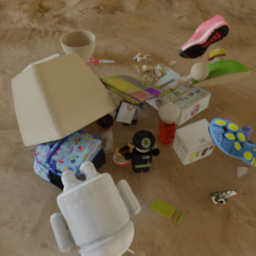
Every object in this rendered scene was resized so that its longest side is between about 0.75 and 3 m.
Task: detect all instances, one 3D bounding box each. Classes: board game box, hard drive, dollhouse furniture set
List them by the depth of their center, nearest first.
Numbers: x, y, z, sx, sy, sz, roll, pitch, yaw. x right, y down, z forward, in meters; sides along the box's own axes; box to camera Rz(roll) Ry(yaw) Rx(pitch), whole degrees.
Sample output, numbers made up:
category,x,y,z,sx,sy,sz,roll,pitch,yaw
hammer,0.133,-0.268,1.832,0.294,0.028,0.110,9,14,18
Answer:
category,x,y,z,sx,sy,sz,roll,pitch,yaw
hard drive,-3.483,-2.364,10.937,0.203,1.058,1.604,55,37,-9
dollhouse furniture set,0.784,-2.203,11.163,1.250,0.813,1.148,-6,74,-40
board game box,1.943,-1.489,12.371,1.950,0.850,2.643,-31,54,-28

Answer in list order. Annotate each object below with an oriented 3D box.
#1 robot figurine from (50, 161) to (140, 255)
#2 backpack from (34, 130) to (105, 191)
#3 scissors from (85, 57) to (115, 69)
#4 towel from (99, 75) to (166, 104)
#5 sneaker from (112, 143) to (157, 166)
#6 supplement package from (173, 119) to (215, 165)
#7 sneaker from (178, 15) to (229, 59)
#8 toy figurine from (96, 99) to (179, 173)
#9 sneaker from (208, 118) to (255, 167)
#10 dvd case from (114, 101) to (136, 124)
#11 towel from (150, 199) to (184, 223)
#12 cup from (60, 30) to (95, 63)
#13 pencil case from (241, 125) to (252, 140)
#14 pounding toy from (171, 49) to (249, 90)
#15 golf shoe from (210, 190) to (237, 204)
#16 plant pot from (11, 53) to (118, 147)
category,x,y,z,sx,sy,sz,roll,pitch,yaw
robot figurine,-0.911,2.456,7.926,2.493,1.660,2.940,-25,83,-15
backpack,-2.191,0.969,9.765,2.277,1.532,2.079,23,52,21
scissors,-1.257,-2.981,12.381,1.389,0.508,0.097,-9,13,22
towel,0.204,-1.559,10.886,1.887,0.299,2.627,30,26,21
sneaker,0.279,0.898,10.356,1.729,0.710,0.673,-16,53,-15
supplement package,2.410,0.532,10.200,1.192,1.246,0.917,-20,59,-11
sneaker,3.126,-3.804,11.835,0.860,2.333,1.012,24,49,-39
toy figurine,0.299,-0.028,10.360,2.662,1.881,2.704,30,54,23
sneaker,3.517,0.520,9.415,0.946,2.670,1.106,-61,30,-1
dvd case,-0.088,-0.565,10.319,0.093,0.755,1.059,23,7,31
towel,1.272,2.696,9.145,1.009,0.091,0.434,24,51,20
cup,-2.531,-4.062,14.519,1.744,1.247,1.744,0,48,0
pencil case,4.666,0.299,11.139,0.402,0.361,0.925,9,47,29
pounding toy,3.295,-2.475,11.144,2.849,2.199,1.322,-9,89,-22
golf shoe,3.225,2.320,9.379,0.922,0.358,0.436,-7,69,-7
plant pot,-2.512,-1.091,9.949,2.698,2.389,2.695,-13,15,46
